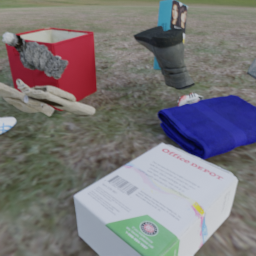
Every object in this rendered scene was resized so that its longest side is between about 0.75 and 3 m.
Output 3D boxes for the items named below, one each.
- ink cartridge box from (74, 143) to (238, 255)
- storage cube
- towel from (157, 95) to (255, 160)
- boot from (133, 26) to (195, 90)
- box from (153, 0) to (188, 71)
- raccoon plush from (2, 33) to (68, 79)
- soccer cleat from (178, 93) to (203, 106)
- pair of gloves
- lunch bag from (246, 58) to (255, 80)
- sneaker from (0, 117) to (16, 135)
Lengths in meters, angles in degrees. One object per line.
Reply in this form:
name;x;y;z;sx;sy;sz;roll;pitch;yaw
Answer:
ink cartridge box;0.507;1.311;4.679;1.641;0.988;2.259;25;39;37
storage cube;-2.588;-2.136;9.773;2.115;2.224;2.474;14;32;24
towel;2.456;-0.058;7.659;2.803;0.695;2.070;-14;38;-24
boot;1.054;-2.169;8.859;0.928;1.791;2.742;-24;28;-8
box;1.493;-3.153;9.805;0.951;2.310;0.568;-2;9;-45
raccoon plush;-2.296;-1.725;7.072;1.048;0.756;1.563;29;13;24
soccer cleat;2.074;-0.872;9.333;0.541;0.436;1.269;15;27;33
pair of gloves;-1.775;-0.513;5.372;1.845;0.323;1.569;7;-12;28
lunch bag;3.794;-1.740;7.525;0.743;1.036;1.263;37;18;11
sneaker;-3.917;-0.067;7.667;1.637;0.593;0.588;-15;31;-29
